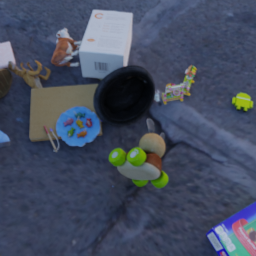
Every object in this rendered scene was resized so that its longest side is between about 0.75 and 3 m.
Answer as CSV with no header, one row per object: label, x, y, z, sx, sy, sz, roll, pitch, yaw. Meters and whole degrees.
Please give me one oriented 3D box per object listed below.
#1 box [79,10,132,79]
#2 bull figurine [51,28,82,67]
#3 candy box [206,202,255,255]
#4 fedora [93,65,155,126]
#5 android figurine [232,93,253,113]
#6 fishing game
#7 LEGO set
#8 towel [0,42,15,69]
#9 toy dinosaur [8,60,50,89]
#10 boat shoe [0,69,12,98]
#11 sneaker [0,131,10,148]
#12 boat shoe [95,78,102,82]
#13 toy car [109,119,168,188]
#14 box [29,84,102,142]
box,-0.757,-3.126,10.504,1.571,1.231,2.526,7,55,4
bull figurine,-2.378,-3.103,10.921,1.147,0.615,1.889,3,59,6
candy box,3.725,3.104,7.492,2.423,0.933,2.049,-25,63,-14
fedora,-0.224,-1.166,9.584,2.261,2.261,1.033,-25,31,-13
android figurine,4.130,-0.934,10.109,0.716,0.162,0.787,12,63,7
fishing game,-1.677,-0.081,9.269,2.088,0.325,1.495,-26,68,-11
LEGO set,1.852,-1.626,10.101,2.213,0.824,1.018,-31,66,-16
towel,-5.219,-2.777,11.075,1.316,0.212,1.257,-18,62,-9
toy dinosaur,-3.442,-1.722,10.379,2.388,0.721,1.268,45,98,14
boat shoe,-5.015,-1.222,9.857,0.814,0.861,2.394,2,50,21
sneaker,-4.696,-0.068,8.376,2.857,0.942,1.120,12,97,25
boat shoe,-0.897,-1.787,10.504,0.321,0.284,0.876,-30,60,-36
toy car,0.539,0.648,8.330,1.402,1.460,1.777,-6,49,42
box,-2.170,-0.577,9.769,2.414,0.257,1.973,-5,67,-3
